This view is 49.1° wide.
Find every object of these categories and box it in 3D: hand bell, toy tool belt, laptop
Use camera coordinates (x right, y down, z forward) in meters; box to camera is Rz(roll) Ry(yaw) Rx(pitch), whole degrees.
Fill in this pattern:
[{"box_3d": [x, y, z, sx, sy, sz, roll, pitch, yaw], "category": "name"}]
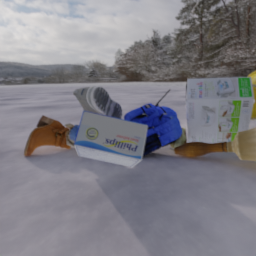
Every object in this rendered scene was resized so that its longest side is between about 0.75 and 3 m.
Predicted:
[{"box_3d": [2.740, 0.589, 8.185, 2.880, 1.500, 1.500, -9, 6, 29], "category": "hand bell"}, {"box_3d": [-1.243, 0.240, 8.875, 1.482, 0.911, 0.926, 8, 52, 2], "category": "toy tool belt"}, {"box_3d": [1.256, -0.576, 10.397, 0.753, 1.300, 1.217, 42, 36, 1], "category": "laptop"}]

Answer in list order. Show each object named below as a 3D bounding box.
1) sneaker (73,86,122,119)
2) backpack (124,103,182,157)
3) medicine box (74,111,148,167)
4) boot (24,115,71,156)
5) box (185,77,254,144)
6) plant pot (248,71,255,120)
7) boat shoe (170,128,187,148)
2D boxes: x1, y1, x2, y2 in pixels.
[{"box_3d": [-0.993, -0.680, 9.888, 1.076, 0.980, 2.623, 12, -25, 25], "category": "sneaker"}, {"box_3d": [0.800, -0.038, 8.898, 1.691, 1.419, 1.374, -21, 27, -2], "category": "backpack"}, {"box_3d": [-0.451, 0.353, 7.036, 1.546, 0.874, 1.698, 13, -15, -4], "category": "medicine box"}, {"box_3d": [-2.573, 0.434, 9.384, 1.367, 0.651, 1.766, 28, 48, -12], "category": "boot"}, {"box_3d": [2.961, -0.461, 9.322, 1.979, 2.243, 1.085, 1, 48, 17], "category": "box"}, {"box_3d": [5.266, -1.230, 11.022, 2.027, 2.154, 2.154, -20, 22, -39], "category": "plant pot"}, {"box_3d": [1.742, 0.341, 9.887, 0.530, 0.620, 1.692, 7, 12, 5], "category": "boat shoe"}]
